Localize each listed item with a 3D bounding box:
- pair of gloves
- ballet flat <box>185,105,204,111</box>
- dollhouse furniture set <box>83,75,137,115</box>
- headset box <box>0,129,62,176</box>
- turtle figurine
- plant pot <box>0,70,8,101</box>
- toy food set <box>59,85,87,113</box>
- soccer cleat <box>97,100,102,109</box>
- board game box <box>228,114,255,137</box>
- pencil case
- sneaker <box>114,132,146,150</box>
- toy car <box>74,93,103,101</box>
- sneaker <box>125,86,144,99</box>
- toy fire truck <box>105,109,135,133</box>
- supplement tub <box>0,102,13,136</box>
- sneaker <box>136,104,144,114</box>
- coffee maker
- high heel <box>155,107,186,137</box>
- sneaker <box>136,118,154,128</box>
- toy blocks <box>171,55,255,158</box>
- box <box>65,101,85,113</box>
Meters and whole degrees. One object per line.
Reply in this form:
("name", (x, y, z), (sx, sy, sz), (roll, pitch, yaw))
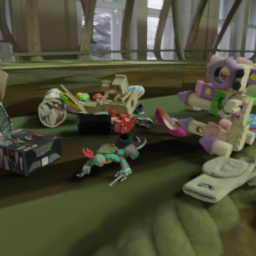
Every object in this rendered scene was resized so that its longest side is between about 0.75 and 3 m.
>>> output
("pair of gloves", (2.757, 1.198, 5.777), (2.615, 0.458, 2.223), (7, 23, 38))
("ballet flat", (3.349, -1.020, 12.919), (1.414, 0.498, 0.461), (-10, 35, -19))
("dollhouse furniture set", (-0.867, -1.559, 11.688), (2.097, 1.854, 1.166), (8, 50, 21))
("headset box", (-2.849, 0.573, 7.418), (1.723, 0.646, 1.281), (9, 19, 28))
("turtle figurine", (-0.445, 0.772, 6.691), (1.203, 0.809, 1.607), (9, 13, 26))
("plant pot", (-7.577, -2.374, 14.459), (2.298, 2.636, 2.636), (14, 12, -20))
("toy food set", (-2.135, -0.863, 10.876), (1.341, 0.390, 1.942), (44, -8, 7))
("soccer cleat", (-1.323, -1.069, 13.232), (0.387, 0.434, 1.118), (15, -4, -13))
("board game box", (4.625, -0.056, 9.804), (1.925, 0.433, 1.464), (14, 22, 38))
("pencil case", (-3.003, -0.904, 11.312), (1.011, 1.162, 2.598), (4, 15, -13))
("sneaker", (0.114, 0.360, 8.173), (1.054, 0.523, 0.373), (-12, 52, -26))
("toy car", (-2.105, -1.562, 14.310), (1.742, 0.388, 1.639), (2, 7, 5))
("sneaker", (-0.134, -1.526, 13.890), (1.887, 0.714, 0.991), (-17, 17, 13))
("toy fire truck", (-0.410, -0.265, 10.464), (1.269, 0.439, 1.800), (5, 17, 13))
("supplement tub", (-4.491, -0.650, 8.208), (1.390, 2.268, 1.390), (-15, 24, 7))
("sneaker", (0.558, -0.914, 12.663), (0.328, 0.380, 0.867), (-3, 18, -10))
("coffee maker", (-1.148, -0.146, 9.542), (1.158, 0.780, 1.113), (-4, 18, -9))
("high heel", (1.445, -0.202, 9.528), (0.431, 0.614, 1.279), (-30, 52, -32))
("sneaker", (0.765, -0.246, 10.613), (0.530, 0.345, 0.918), (-12, 20, -39))
("toy blocks", (2.375, -0.804, 8.109), (2.392, 2.655, 2.841), (25, 26, 35))
("box", (-2.383, -0.993, 13.050), (1.498, 0.293, 1.025), (14, 22, 39))
